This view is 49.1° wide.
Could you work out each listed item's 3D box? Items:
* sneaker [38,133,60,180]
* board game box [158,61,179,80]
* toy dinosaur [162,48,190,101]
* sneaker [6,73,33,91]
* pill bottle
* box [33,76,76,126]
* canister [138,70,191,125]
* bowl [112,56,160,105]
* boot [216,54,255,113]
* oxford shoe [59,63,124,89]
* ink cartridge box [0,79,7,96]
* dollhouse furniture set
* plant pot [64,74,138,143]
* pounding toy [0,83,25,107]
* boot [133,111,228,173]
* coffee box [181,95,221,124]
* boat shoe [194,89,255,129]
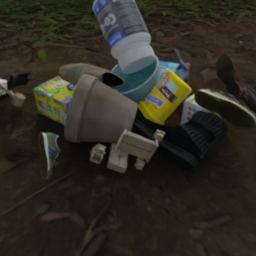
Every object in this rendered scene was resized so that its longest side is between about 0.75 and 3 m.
[{"bbox_3d":[-2.260,0.803,8.302,0.610,1.360,0.456,-2,-7,-45],"label":"sneaker"},{"bbox_3d":[1.374,-2.469,13.278,1.697,0.527,2.248,12,40,15],"label":"board game box"},{"bbox_3d":[2.291,-2.162,12.195,2.112,1.222,2.327,-32,86,-41],"label":"toy dinosaur"},{"bbox_3d":[-4.297,-1.809,11.042,0.727,1.393,0.418,-6,80,-34],"label":"sneaker"},{"bbox_3d":[-0.126,-3.740,10.957,1.675,1.675,2.945,-19,82,-23],"label":"pill bottle"},{"bbox_3d":[-2.369,-1.183,11.120,1.785,1.130,1.853,24,43,27],"label":"box"},{"bbox_3d":[1.331,-1.087,10.382,0.785,1.813,1.347,26,22,-38],"label":"canister"},{"bbox_3d":[0.384,-1.843,11.516,2.348,1.228,2.348,-20,43,20],"label":"bowl"},{"bbox_3d":[4.417,-1.695,10.969,2.190,0.703,2.041,16,57,-40],"label":"boot"},{"bbox_3d":[-1.308,-1.943,10.397,2.453,0.864,0.917,3,9,-15],"label":"oxford shoe"},{"bbox_3d":[-5.867,-1.647,12.139,0.872,0.504,1.199,16,40,35],"label":"ink cartridge box"},{"bbox_3d":[-0.064,0.343,8.407,1.627,1.907,0.931,21,37,-11],"label":"dollhouse furniture set"},{"bbox_3d":[-0.800,-0.435,9.452,2.011,2.318,2.318,15,39,-1],"label":"plant pot"},{"bbox_3d":[-5.544,-1.050,10.913,2.678,1.225,2.352,16,24,-28],"label":"pounding toy"},{"bbox_3d":[1.669,0.045,9.199,2.636,0.992,1.971,34,70,21],"label":"boot"},{"bbox_3d":[2.757,-0.568,10.350,1.083,1.094,1.095,31,48,34],"label":"coffee box"},{"bbox_3d":[3.230,-0.762,9.144,0.726,0.789,2.208,-34,50,-30],"label":"boat shoe"}]
